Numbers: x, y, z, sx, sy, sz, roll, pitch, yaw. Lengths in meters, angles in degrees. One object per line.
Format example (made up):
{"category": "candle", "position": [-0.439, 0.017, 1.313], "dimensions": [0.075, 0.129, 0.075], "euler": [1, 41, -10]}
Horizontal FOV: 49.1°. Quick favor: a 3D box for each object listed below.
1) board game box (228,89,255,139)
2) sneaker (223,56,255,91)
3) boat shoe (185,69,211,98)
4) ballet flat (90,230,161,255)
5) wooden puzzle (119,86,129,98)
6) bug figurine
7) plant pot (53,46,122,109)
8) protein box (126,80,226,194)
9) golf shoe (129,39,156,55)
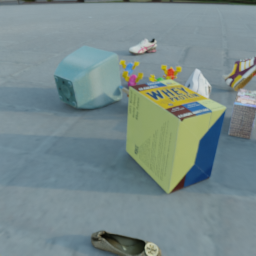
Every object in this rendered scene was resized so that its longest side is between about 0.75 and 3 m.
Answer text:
{"category": "board game box", "position": [3.606, -0.469, 8.717], "dimensions": [0.641, 1.056, 1.324], "euler": [11, 31, 21]}
{"category": "sneaker", "position": [4.888, -2.565, 11.380], "dimensions": [0.986, 2.189, 0.820], "euler": [53, 13, 28]}
{"category": "boat shoe", "position": [2.786, -1.554, 11.018], "dimensions": [0.903, 0.917, 2.587], "euler": [30, 28, -3]}
{"category": "ballet flat", "position": [-0.055, 2.075, 4.980], "dimensions": [1.314, 0.305, 0.443], "euler": [10, 31, 16]}
{"category": "wooden puzzle", "position": [0.453, -0.936, 9.821], "dimensions": [1.312, 0.227, 1.945], "euler": [26, 8, -33]}
{"category": "bug figurine", "position": [0.866, -2.266, 12.274], "dimensions": [2.764, 0.711, 2.143], "euler": [10, 37, 9]}
{"category": "plant pot", "position": [-1.581, -1.706, 10.256], "dimensions": [1.851, 1.846, 1.885], "euler": [24, 44, 35]}
{"category": "protein box", "position": [1.010, 0.101, 6.773], "dimensions": [1.309, 1.927, 1.941], "euler": [-13, 33, -27]}
{"category": "golf shoe", "position": [0.849, -4.870, 16.731], "dimensions": [1.865, 0.859, 0.677], "euler": [-18, 35, -27]}
